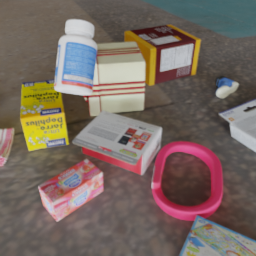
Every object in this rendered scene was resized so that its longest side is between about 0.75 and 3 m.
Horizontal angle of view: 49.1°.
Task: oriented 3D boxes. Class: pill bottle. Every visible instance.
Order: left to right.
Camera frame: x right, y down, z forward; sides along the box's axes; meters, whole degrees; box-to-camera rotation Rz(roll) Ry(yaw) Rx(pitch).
[{"bbox_3d":[-1.340,-1.808,7.321,1.007,1.794,1.007,7,0,0],"label":"pill bottle"}]

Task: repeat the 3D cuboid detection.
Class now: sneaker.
[{"bbox_3d":[4.295,-1.924,12.946,1.656,0.636,0.921,-26,50,-36],"label":"sneaker"}]

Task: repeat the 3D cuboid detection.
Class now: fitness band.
[{"bbox_3d":[1.796,1.499,8.543,2.061,0.537,2.869,10,39,9],"label":"fitness band"}]

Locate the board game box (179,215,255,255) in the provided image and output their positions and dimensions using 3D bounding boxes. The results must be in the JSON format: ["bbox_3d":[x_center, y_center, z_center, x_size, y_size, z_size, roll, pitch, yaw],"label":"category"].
[{"bbox_3d":[2.346,3.075,6.502,2.097,0.359,1.410,19,40,24],"label":"board game box"}]

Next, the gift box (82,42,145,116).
[{"bbox_3d":[-0.808,-2.352,11.812,2.655,2.843,2.623,-6,32,-6],"label":"gift box"}]

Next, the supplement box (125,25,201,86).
[{"bbox_3d":[1.671,-3.888,14.541,2.842,1.887,2.803,-16,40,-21],"label":"supplement box"}]

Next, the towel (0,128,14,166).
[{"bbox_3d":[-5.384,0.698,9.677,2.560,0.383,1.873,-6,36,-8],"label":"towel"}]

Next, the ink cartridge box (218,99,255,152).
[{"bbox_3d":[5.363,-0.020,10.448,2.904,0.591,2.910,-19,41,-24],"label":"ink cartridge box"}]

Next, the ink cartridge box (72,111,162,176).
[{"bbox_3d":[-0.351,0.567,9.339,2.327,0.976,2.043,17,40,22],"label":"ink cartridge box"}]

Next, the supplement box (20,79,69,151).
[{"bbox_3d":[-3.134,-0.583,10.494,1.427,1.436,2.623,-10,38,-13],"label":"supplement box"}]

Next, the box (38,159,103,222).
[{"bbox_3d":[-1.566,1.726,7.923,1.642,0.842,0.777,-28,45,-34],"label":"box"}]
